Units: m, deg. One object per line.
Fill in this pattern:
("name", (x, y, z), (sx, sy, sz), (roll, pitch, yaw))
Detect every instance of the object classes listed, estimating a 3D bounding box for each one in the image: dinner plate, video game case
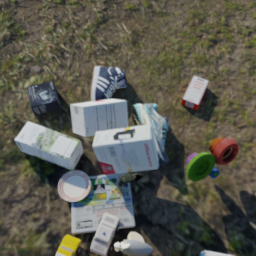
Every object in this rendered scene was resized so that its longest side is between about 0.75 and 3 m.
("dinner plate", (-1.933, 2.102, 10.100), (1.175, 0.142, 1.175), (-1, 59, 2))
("video game case", (-0.935, 2.643, 9.979), (2.142, 0.236, 1.953), (-6, 59, -3))

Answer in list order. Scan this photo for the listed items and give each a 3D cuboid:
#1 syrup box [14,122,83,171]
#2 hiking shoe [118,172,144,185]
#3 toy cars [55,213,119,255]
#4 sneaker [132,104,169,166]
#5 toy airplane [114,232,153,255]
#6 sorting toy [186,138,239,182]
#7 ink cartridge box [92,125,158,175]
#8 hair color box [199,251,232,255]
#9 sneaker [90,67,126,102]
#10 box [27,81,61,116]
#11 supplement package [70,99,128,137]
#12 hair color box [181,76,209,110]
("syrup box", (-3.005, 0.694, 10.725), (2.328, 0.948, 0.917), (18, 58, 11))
("hiking shoe", (0.092, 1.565, 8.720), (0.801, 0.403, 0.304), (-17, 90, -10))
("toy cars", (-1.388, 3.762, 8.950), (2.723, 0.603, 1.221), (-28, 68, -9))
("sneaker", (1.130, 0.106, 11.017), (1.239, 1.114, 2.871), (-14, 60, -12))
("toy airplane", (0.364, 4.528, 7.724), (2.947, 2.079, 2.934), (24, 39, 32))
("sorting toy", (2.741, 1.019, 9.698), (2.178, 1.309, 0.894), (-22, 37, -17))
("ink cartridge box", (-0.032, 0.757, 9.373), (1.925, 1.403, 0.797), (-8, 38, 11))
("hair color box", (2.774, 5.223, 8.043), (1.441, 0.872, 2.882), (8, 59, 5))
("sneaker", (-0.815, -1.647, 12.142), (1.479, 0.955, 2.726), (-1, 56, 2))
("box", (-3.627, -1.281, 12.073), (1.181, 0.693, 1.161), (-16, 60, -11))
("supplement package", (-1.082, -0.433, 10.672), (1.872, 1.121, 1.135), (-12, 14, -34))
("hair color box", (2.955, -1.554, 12.374), (0.742, 0.448, 1.462), (23, 63, 14))
